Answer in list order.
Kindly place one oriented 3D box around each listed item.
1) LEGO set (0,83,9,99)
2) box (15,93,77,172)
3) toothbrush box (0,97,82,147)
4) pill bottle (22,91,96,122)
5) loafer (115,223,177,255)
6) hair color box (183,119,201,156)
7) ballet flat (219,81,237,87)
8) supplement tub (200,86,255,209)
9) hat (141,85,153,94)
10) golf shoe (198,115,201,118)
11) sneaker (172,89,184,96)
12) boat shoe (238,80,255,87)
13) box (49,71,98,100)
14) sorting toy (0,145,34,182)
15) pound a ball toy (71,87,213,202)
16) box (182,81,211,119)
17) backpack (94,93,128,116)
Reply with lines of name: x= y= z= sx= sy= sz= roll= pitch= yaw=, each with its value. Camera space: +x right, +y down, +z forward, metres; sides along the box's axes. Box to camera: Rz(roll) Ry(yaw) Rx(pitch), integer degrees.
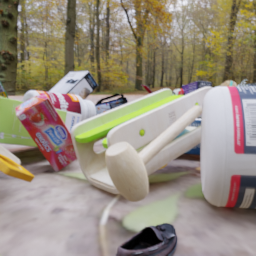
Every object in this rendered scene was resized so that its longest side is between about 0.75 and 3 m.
LEGO set: x=-6.014 y=-1.042 z=11.737 sx=1.529 sy=2.029 sz=2.639 roll=-33 pitch=42 yaw=-28
box: x=-1.504 y=0.073 z=5.360 sx=0.639 sy=1.339 sz=0.667 roll=-33 pitch=26 yaw=-12
toothbrush box: x=-2.417 y=-0.079 z=6.362 sx=1.577 sy=0.932 sz=2.166 roll=5 pitch=-6 yaw=44
pill bottle: x=-2.308 y=-0.532 z=9.562 sx=2.301 sy=1.300 sz=1.300 roll=0 pitch=6 yaw=-44
loafer: x=0.207 y=1.093 z=2.658 sx=0.345 sy=0.302 sz=0.960 roll=6 pitch=11 yaw=35
hair color box: x=1.892 y=0.197 z=6.538 sx=2.716 sy=0.822 sz=1.358 roll=3 pitch=4 yaw=22
ballet flat: x=2.918 y=-0.609 z=8.614 sx=0.804 sy=0.745 sz=2.281 roll=18 pitch=-27 yaw=10
supplement tub: x=2.182 y=0.263 z=3.684 sx=2.338 sy=1.641 sz=1.641 roll=1 pitch=9 yaw=12
hat: x=1.657 y=-1.148 z=11.768 sx=1.656 sy=1.760 sz=1.999 roll=-11 pitch=8 yaw=12
golf shoe: x=1.898 y=-0.481 z=6.920 sx=1.286 sy=0.467 sz=0.592 roll=10 pitch=-28 yaw=-27
sneaker: x=1.411 y=-0.688 z=7.586 sx=0.354 sy=0.835 sz=0.321 roll=-21 pitch=44 yaw=-7
boat shoe: x=2.493 y=-0.769 z=6.183 sx=0.373 sy=0.451 sz=1.206 roll=34 pitch=-26 yaw=-29
box: x=-2.596 y=-1.172 z=11.233 sx=1.510 sy=0.778 sz=2.589 roll=11 pitch=52 yaw=48
sorting toy: x=-2.501 y=0.053 z=3.778 sx=2.996 sy=0.408 sz=1.687 roll=25 pitch=-14 yaw=33
pound a ball toy: x=0.481 y=0.258 z=4.429 sx=2.827 sy=1.201 sz=1.844 roll=-26 pitch=20 yaw=-35
box: x=1.852 y=-0.730 z=7.563 sx=0.490 sy=0.939 sz=0.694 roll=1 pitch=-4 yaw=-25
backpack: x=-0.680 y=-0.688 z=11.396 sx=1.434 sy=1.159 sz=1.505 roll=-8 pitch=-2 yaw=3
